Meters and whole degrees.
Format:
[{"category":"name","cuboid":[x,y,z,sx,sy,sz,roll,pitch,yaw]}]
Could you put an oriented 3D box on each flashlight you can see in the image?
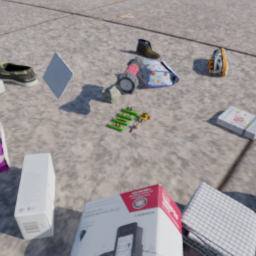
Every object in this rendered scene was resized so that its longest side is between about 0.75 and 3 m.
[{"category":"flashlight","cuboid":[0.159,-2.056,10.546,0.789,0.792,2.331,20,37,3]}]

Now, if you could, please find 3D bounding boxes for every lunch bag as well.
[{"category":"lunch bag","cuboid":[1.410,-2.522,12.829,1.574,0.974,1.338,0,36,-22]},{"category":"lunch bag","cuboid":[-0.612,-1.493,11.695,0.545,0.656,0.782,28,46,32]}]

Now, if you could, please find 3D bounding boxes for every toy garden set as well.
[{"category":"toy garden set","cuboid":[0.077,-0.326,10.496,1.153,0.276,1.383,18,41,22]}]

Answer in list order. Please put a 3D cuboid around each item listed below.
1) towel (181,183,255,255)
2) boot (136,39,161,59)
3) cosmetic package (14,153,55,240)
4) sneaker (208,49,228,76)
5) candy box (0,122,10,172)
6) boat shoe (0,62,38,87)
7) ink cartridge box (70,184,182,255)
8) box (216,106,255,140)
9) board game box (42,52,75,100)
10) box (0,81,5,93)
[{"category":"towel","cuboid":[2.087,2.339,6.557,1.742,0.746,1.443,29,47,16]},{"category":"boot","cuboid":[1.078,-4.285,15.208,1.613,0.782,0.603,26,45,30]},{"category":"cosmetic package","cuboid":[-2.342,1.698,7.277,0.752,1.033,2.032,-5,39,-7]},{"category":"sneaker","cuboid":[4.393,-3.325,13.958,0.846,0.857,2.190,-1,37,10]},{"category":"candy box","cuboid":[-4.758,0.609,8.949,1.524,0.682,2.235,-17,40,-19]},{"category":"boat shoe","cuboid":[-5.462,-2.647,13.047,2.745,0.826,0.979,14,40,17]},{"category":"ink cartridge box","cuboid":[-0.071,2.653,5.348,1.986,1.140,2.734,-19,32,22]},{"category":"box","cuboid":[4.202,-0.214,10.344,1.444,0.297,1.126,29,46,34]},{"category":"board game box","cuboid":[-1.949,-1.450,7.852,0.953,0.953,0.123,50,31,20]},{"category":"box","cuboid":[-6.669,-2.091,12.589,2.602,0.503,0.539,20,42,24]}]
